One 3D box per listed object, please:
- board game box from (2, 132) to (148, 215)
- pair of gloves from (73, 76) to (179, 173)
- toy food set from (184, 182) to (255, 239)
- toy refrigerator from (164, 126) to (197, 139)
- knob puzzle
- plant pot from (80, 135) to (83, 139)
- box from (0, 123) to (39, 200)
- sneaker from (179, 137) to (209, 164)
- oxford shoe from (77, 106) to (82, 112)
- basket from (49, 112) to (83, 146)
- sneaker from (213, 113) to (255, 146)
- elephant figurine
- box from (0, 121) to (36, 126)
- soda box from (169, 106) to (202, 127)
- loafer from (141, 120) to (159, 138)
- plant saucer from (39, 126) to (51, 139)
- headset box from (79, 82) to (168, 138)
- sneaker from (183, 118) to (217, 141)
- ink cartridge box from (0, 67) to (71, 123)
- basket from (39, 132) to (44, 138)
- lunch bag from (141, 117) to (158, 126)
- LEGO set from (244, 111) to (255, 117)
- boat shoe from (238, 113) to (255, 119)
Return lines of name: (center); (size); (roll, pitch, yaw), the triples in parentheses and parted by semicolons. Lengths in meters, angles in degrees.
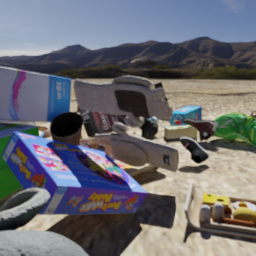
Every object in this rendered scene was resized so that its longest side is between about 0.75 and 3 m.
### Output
board game box: (-0.830, 0.825, 4.833); (1.450, 0.483, 2.157); (37, 10, 38)
pair of gloves: (0.042, -0.069, 6.061); (2.074, 2.440, 0.428); (5, 43, 26)
toy food set: (1.968, 1.375, 5.087); (1.760, 0.532, 1.263); (4, 14, 17)
toy refrigerator: (1.994, 0.133, 10.638); (1.183, 0.414, 0.449); (-2, 13, -12)
knob puzzle: (-0.873, 0.652, 7.628); (3.264, 0.453, 3.264); (-3, 18, 1)
plant pot: (-2.084, 0.211, 9.579); (0.753, 0.854, 0.854); (-19, 20, -23)
box: (-3.755, 0.729, 5.969); (2.503, 1.372, 2.837); (4, 14, 19)
sneaker: (1.779, 0.628, 7.774); (0.951, 0.336, 0.472); (39, 35, 16)
oxford shoe: (-2.260, -1.223, 16.257); (1.419, 0.506, 0.506); (0, 12, -7)
basket: (-1.554, 0.286, 7.063); (0.720, 1.059, 0.955); (22, 44, 10)
sneaker: (4.188, 0.048, 9.746); (2.672, 0.989, 1.116); (5, 10, 20)
elephant figurine: (-1.339, 1.444, 2.679); (2.073, 1.891, 2.673); (26, -10, -15)
box: (-4.314, -0.054, 8.852); (2.568, 1.498, 0.772); (-7, 46, -34)
soda box: (2.619, -0.484, 12.531); (0.749, 0.708, 2.207); (3, 13, 32)
loafer: (0.846, 0.017, 10.732); (0.643, 0.647, 1.778); (7, 15, 6)
plant saucer: (-3.674, 0.179, 10.824); (1.496, 0.258, 1.496); (1, 14, 0)
headset box: (-0.331, -0.523, 9.807); (2.890, 1.084, 2.148); (-20, 3, -18)
sneaker: (2.530, 0.075, 10.162); (1.333, 0.770, 0.504); (8, -4, 44)
ink cartridge box: (-3.250, -0.804, 7.020); (2.960, 1.253, 2.139); (1, 3, -45)
basket: (-2.896, 0.438, 9.089); (0.860, 0.598, 0.759); (27, 8, -13)
lunch bag: (0.927, -0.318, 12.593); (0.830, 0.399, 1.035); (1, 13, 5)
LEGO set: (4.580, -0.074, 10.274); (1.306, 0.570, 2.010); (23, -15, 27)
boat shoe: (5.020, -0.355, 12.228); (1.999, 0.598, 0.714); (3, 8, 13)
